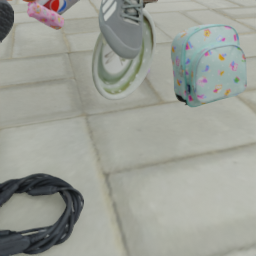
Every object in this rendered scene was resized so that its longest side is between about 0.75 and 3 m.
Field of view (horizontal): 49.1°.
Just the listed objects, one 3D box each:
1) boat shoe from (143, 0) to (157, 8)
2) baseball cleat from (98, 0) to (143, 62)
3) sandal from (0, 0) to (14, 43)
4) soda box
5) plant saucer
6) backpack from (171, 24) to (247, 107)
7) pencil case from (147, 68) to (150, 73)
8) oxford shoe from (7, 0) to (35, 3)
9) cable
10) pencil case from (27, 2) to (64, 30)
[{"bbox_3d":[0.299,-4.069,9.184,1.455,0.527,0.526,9,23,27],"label":"boat shoe"},{"bbox_3d":[-0.026,-2.198,4.534,0.746,1.139,2.140,4,65,-30],"label":"baseball cleat"},{"bbox_3d":[-2.439,-0.671,3.236,0.559,0.992,2.609,38,68,-2],"label":"sandal"},{"bbox_3d":[-2.041,-4.368,8.907,2.230,0.781,0.707,-33,67,13],"label":"soda box"},{"bbox_3d":[-0.162,-1.540,5.810,0.481,1.916,1.916,29,46,31],"label":"plant saucer"},{"bbox_3d":[1.473,-1.184,5.192,1.256,1.428,1.095,-14,14,-7],"label":"backpack"},{"bbox_3d":[0.360,-2.024,10.077,0.410,0.418,0.978,30,46,30],"label":"pencil case"},{"bbox_3d":[-2.553,-3.110,6.344,1.003,0.357,0.364,-12,6,-35],"label":"oxford shoe"},{"bbox_3d":[-1.938,1.591,5.410,2.144,0.545,1.750,-12,34,-12],"label":"cable"},{"bbox_3d":[-2.486,-3.377,8.458,0.487,0.487,1.115,34,14,36],"label":"pencil case"}]
